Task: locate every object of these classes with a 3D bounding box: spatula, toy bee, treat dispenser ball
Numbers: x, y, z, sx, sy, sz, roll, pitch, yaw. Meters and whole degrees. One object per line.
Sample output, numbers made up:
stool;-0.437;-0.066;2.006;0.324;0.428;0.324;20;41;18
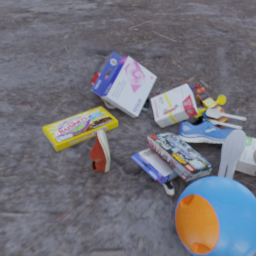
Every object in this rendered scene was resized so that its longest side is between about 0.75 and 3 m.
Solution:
spatula;3.751;-0.157;10.976;1.510;1.050;0.121;13;23;13
toy bee;3.216;-0.988;11.782;1.474;1.224;2.252;-44;44;-21
treat dispenser ball;2.245;2.304;7.026;2.129;2.129;2.129;0;38;0

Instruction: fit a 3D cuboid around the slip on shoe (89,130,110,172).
slip on shoe;-0.930;0.823;9.016;0.621;2.028;0.751;-7;54;-10

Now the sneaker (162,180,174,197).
sneaker;1.288;1.942;9.019;0.310;0.361;0.852;-8;17;0

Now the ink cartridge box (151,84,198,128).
ink cartridge box;1.842;-0.865;11.331;1.644;0.686;1.193;-22;56;22

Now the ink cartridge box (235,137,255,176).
ink cartridge box;4.713;1.104;9.531;1.986;0.668;1.163;16;54;17

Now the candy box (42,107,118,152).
candy box;-1.933;-0.041;11.445;2.753;0.364;1.407;-23;41;-27

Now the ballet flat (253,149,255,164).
ballet flat;4.655;1.596;8.057;2.616;0.909;0.909;46;50;3

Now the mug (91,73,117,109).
mug;-1.008;-1.928;12.875;1.120;1.490;1.679;-31;48;-12

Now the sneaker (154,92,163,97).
sneaker;1.858;-0.991;12.429;1.617;0.790;0.571;19;15;2

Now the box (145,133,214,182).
box;1.650;0.880;9.160;1.331;0.388;1.944;-6;38;-43

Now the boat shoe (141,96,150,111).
boat shoe;0.740;-1.370;12.979;0.509;0.420;1.483;9;40;-18

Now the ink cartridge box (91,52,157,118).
ink cartridge box;-0.111;-1.907;12.047;2.233;0.484;2.192;32;70;-18

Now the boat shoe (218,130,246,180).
boat shoe;3.281;0.877;9.048;0.652;1.808;0.641;18;17;14

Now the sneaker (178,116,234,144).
sneaker;3.007;0.065;10.443;2.302;1.026;0.904;3;2;-14

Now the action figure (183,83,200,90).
action figure;2.899;-2.049;13.542;0.374;0.567;1.146;-5;-8;-39

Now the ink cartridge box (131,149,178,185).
ink cartridge box;1.268;1.134;9.589;2.193;0.460;1.309;-16;43;-37
